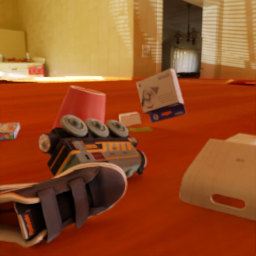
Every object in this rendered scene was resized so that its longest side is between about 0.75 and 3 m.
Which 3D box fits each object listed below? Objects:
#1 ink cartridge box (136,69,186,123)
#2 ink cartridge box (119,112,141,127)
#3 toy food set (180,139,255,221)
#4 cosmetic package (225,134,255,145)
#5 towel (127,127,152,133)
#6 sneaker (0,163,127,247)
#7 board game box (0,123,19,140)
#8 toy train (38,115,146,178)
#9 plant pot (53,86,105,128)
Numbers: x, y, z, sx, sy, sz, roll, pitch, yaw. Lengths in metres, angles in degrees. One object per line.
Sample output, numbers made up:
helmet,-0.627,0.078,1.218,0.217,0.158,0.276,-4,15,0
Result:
ink cartridge box,1.373,-1.298,12.095,1.967,1.971,0.400,-16,0,43
ink cartridge box,0.062,-0.385,12.650,0.867,0.505,1.197,-8,6,-3
toy food set,2.681,1.154,6.737,2.015,0.848,2.808,8,24,29
cosmetic package,3.635,0.629,9.062,0.766,0.540,1.479,12,19,40
towel,0.380,0.059,12.247,1.281,0.116,0.551,-4,15,-16
sneaker,-1.292,1.388,4.940,2.742,1.075,1.089,-13,11,-8
board game box,-5.191,0.141,11.502,1.192,0.303,1.760,-4,14,-15
toy train,-0.723,0.621,6.808,2.848,1.213,1.623,4,41,-51
plant pot,-1.678,-0.585,10.395,1.896,1.678,1.896,13,9,-2
